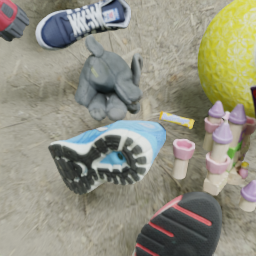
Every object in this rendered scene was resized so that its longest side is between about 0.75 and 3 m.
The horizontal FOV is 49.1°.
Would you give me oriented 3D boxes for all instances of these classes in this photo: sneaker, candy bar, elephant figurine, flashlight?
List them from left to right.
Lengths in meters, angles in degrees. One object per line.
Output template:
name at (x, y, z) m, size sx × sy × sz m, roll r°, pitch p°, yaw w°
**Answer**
flashlight at (-2.948, -2.594, 5.255) m, size 0.771 × 2.277 × 0.774 m, roll -36°, pitch 56°, yaw 12°
sneaker at (-0.888, -2.366, 6.254) m, size 1.211 × 0.783 × 2.233 m, roll 6°, pitch 32°, yaw 44°
sneaker at (-0.382, 0.447, 4.888) m, size 1.164 × 2.589 × 1.015 m, roll -32°, pitch 105°, yaw -44°
elephant figurine at (-0.233, -0.968, 5.887) m, size 1.368 × 1.934 × 1.501 m, roll 35°, pitch 116°, yaw 3°
sneaker at (0.494, 2.225, 4.936) m, size 1.094 × 1.287 × 2.967 m, roll 33°, pitch 101°, yaw 5°
candy bar at (1.150, -0.195, 6.716) m, size 0.923 × 0.102 × 0.230 m, roll 14°, pitch 88°, yaw -17°

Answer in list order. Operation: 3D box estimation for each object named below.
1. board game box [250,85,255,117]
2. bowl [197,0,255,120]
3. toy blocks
board game box at (2.742, 0.287, 4.269) m, size 1.384 × 0.372 × 2.306 m, roll -20°, pitch 102°, yaw -13°
bowl at (2.999, -1.420, 5.524) m, size 2.955 × 1.590 × 2.955 m, roll 1°, pitch 97°, yaw 4°
toy blocks at (1.889, 0.237, 4.802) m, size 1.749 × 1.473 × 1.635 m, roll 24°, pitch 35°, yaw 32°
